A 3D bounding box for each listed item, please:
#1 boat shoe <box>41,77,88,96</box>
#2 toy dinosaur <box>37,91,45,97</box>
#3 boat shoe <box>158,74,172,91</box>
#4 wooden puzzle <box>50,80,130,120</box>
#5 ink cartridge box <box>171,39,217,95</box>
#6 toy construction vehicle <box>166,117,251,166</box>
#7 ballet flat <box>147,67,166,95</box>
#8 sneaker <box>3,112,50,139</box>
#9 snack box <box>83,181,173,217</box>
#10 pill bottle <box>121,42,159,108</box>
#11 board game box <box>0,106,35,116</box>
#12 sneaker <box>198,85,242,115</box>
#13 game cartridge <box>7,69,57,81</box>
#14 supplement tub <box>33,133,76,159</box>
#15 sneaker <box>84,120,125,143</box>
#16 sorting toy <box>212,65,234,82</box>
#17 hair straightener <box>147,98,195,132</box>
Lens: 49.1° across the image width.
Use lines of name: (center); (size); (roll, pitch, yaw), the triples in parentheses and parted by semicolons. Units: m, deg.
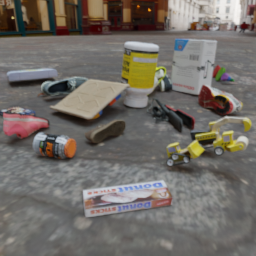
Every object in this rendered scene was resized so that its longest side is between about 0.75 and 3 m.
boat shoe: (-2.558, -1.724, 12.024); (2.195, 0.799, 0.678); (-10, 16, -26)
toy dinosaur: (-3.565, -1.612, 12.565); (0.731, 0.806, 0.423); (32, 19, -47)
boat shoe: (1.775, -2.287, 13.725); (0.544, 0.682, 1.804); (-2, 37, -2)
wooden puzzle: (-1.359, -1.009, 10.254); (2.149, 0.537, 2.321); (16, 45, 40)
ink cartridge box: (2.930, -2.806, 12.762); (0.974, 2.312, 1.688); (-11, 23, -37)
toy construction vehicle: (1.909, 0.251, 6.661); (1.799, 0.634, 1.566); (-16, 4, 34)
ballet flat: (1.055, -2.130, 12.530); (0.819, 0.817, 2.444); (-16, 23, 38)
sneaker: (-3.078, -0.040, 8.409); (0.618, 0.727, 1.677); (12, 1, 27)
snack box: (-0.022, 1.361, 5.457); (1.671, 0.203, 0.601); (-5, 23, -11)
pill bottle: (0.399, -2.035, 10.806); (1.302, 2.339, 1.302); (5, 21, -2)
board game box: (-3.968, -0.517, 10.052); (1.066, 0.184, 0.722); (14, 26, 31)
sneaker: (3.443, -1.035, 10.717); (0.878, 0.832, 2.137); (1, 27, -23)
game cartridge: (-5.018, -2.803, 14.661); (2.412, 0.488, 1.608); (-11, 20, -25)
supplement tub: (-1.864, 0.461, 7.142); (0.969, 0.594, 0.594); (6, 23, 16)
sneaker: (-0.674, 0.028, 8.225); (0.512, 0.477, 1.355); (18, 28, 41)
sorting toy: (5.259, -2.827, 15.294); (0.775, 0.780, 2.249); (23, 20, -6)
hair straightener: (1.261, -0.515, 9.558); (0.927, 0.493, 2.409); (-11, 30, -18)
